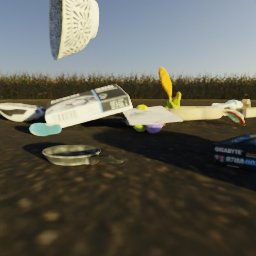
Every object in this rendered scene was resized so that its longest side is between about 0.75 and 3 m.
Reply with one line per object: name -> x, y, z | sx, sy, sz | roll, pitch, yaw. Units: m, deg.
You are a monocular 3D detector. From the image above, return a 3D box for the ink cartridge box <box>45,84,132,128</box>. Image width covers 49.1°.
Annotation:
ink cartridge box -> -1.402, -0.827, 9.265 | 2.521, 0.552, 2.544 | -16, 20, -10

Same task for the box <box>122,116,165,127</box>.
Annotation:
box -> 0.491, -0.246, 9.425 | 1.247, 0.287, 0.991 | -2, 7, -14

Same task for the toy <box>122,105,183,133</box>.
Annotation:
toy -> 0.574, -0.198, 7.869 | 1.306, 0.535, 2.268 | -5, 17, -5

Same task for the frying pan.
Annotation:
frying pan -> -0.610, 0.427, 4.323 | 1.477, 0.240, 0.893 | 5, 9, 20

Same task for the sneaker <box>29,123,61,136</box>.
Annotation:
sneaker -> -2.164, 0.043, 7.200 | 0.350, 0.331, 0.866 | -3, -3, 37

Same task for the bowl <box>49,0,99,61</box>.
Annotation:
bowl -> -1.501, -3.080, 7.860 | 1.120, 2.386, 2.386 | -2, 7, -22

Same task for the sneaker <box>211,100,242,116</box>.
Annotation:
sneaker -> 4.868, -0.874, 13.334 | 1.920, 0.720, 0.832 | -13, 18, -28

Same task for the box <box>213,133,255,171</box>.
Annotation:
box -> 2.178, 0.366, 4.358 | 1.446, 0.333, 1.149 | -7, 10, -44

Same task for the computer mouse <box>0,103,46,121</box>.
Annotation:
computer mouse -> -3.600, -0.505, 10.561 | 2.733, 0.599, 1.498 | 7, 13, 8

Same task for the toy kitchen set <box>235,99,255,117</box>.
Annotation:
toy kitchen set -> 5.239, -0.914, 12.834 | 0.851, 0.770, 0.943 | -6, 9, -37

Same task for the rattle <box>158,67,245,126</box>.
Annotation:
rattle -> 2.605, -1.127, 9.934 | 2.916, 2.083, 1.899 | -1, -11, 39
